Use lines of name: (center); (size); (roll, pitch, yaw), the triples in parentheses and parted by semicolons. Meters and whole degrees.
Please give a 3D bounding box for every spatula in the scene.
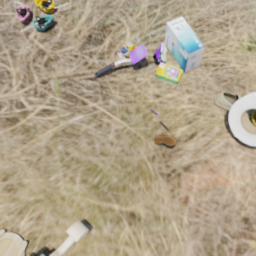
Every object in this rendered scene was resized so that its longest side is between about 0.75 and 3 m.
spatula: (1.044, -0.282, 9.289); (0.100, 0.275, 0.974); (-37, 76, 13)
spatula: (-0.305, -2.276, 9.822); (2.055, 0.211, 0.581); (-23, 61, 12)

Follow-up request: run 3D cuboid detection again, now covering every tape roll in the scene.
tape roll: (3.835, -0.253, 8.327); (0.552, 1.578, 1.578); (-24, 65, -40)

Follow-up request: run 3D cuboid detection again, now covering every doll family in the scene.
doll family: (-0.006, -2.840, 10.323); (0.865, 0.390, 0.537); (-35, 66, -11)

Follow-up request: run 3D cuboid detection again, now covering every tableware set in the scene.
tableware set: (-4.259, 3.496, 7.466); (2.726, 0.316, 2.277); (29, 69, 12)

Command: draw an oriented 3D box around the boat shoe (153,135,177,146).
boat shoe: (1.143, 0.333, 8.363); (0.289, 0.289, 0.821); (-19, 18, -41)

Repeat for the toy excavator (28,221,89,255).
toy excavator: (-2.135, 3.512, 7.093); (1.085, 2.173, 2.113); (39, 115, 15)

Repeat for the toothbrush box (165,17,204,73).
toothbrush box: (1.959, -2.945, 9.976); (0.653, 1.121, 1.531); (-23, 68, -7)

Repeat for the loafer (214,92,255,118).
loafer: (3.664, -0.783, 9.326); (1.505, 0.514, 0.570); (18, 67, 8)

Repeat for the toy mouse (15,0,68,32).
toy mouse: (-3.668, -4.310, 11.002); (2.170, 0.420, 1.928); (16, 66, 7)

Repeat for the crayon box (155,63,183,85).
crayon box: (1.453, -1.928, 9.983); (0.867, 0.253, 0.515); (22, 72, 9)

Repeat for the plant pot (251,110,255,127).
plant pot: (4.298, -0.177, 9.019); (0.798, 0.566, 0.798); (0, 66, 0)

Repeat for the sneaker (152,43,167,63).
sneaker: (1.127, -2.740, 10.302); (0.493, 0.345, 0.992); (-17, 43, 29)
